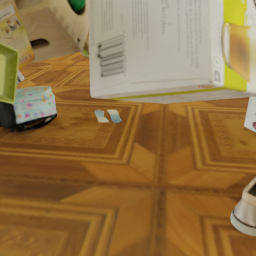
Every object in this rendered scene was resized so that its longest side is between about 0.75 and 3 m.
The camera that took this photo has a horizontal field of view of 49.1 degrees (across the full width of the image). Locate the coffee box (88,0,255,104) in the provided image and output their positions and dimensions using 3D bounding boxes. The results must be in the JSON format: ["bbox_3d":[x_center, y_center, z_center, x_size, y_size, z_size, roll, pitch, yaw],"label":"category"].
[{"bbox_3d":[1.027,-1.873,5.451,2.607,2.603,2.578,0,1,44],"label":"coffee box"}]

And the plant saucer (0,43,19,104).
[{"bbox_3d":[-1.788,-0.749,3.660,0.184,0.769,0.768,3,-3,19],"label":"plant saucer"}]

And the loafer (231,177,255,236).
[{"bbox_3d":[2.662,1.101,5.120,0.813,0.711,2.262,22,32,40],"label":"loafer"}]

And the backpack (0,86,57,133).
[{"bbox_3d":[-3.066,-0.637,8.485,1.531,1.161,1.835,20,29,41],"label":"backpack"}]

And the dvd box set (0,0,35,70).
[{"bbox_3d":[-2.839,-1.693,5.620,1.636,2.235,0.329,-38,78,-16],"label":"dvd box set"}]

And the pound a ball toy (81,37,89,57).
[{"bbox_3d":[-0.556,-2.403,9.120,1.085,0.707,1.665,28,15,26],"label":"pound a ball toy"}]

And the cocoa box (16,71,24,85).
[{"bbox_3d":[-3.611,-1.607,8.324,0.536,0.818,0.545,-46,22,-28],"label":"cocoa box"}]

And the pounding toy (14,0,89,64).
[{"bbox_3d":[-2.001,-2.977,7.852,2.985,2.122,2.748,-4,59,25],"label":"pounding toy"}]

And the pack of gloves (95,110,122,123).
[{"bbox_3d":[-0.654,-0.327,9.093,0.777,0.182,0.924,1,29,-17],"label":"pack of gloves"}]

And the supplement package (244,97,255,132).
[{"bbox_3d":[4.627,-1.035,7.705,1.943,2.495,1.383,-9,25,-19],"label":"supplement package"}]
